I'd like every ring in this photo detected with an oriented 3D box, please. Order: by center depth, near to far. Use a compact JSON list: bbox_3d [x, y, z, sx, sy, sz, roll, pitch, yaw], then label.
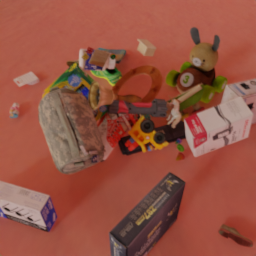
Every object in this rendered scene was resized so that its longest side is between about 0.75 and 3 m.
[{"bbox_3d":[0.226,-1.675,11.849,2.617,0.251,2.617,-21,47,25],"label":"ring"}]

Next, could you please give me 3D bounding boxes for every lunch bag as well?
[{"bbox_3d":[-1.731,0.152,8.481,1.669,2.009,2.395,-21,78,-7],"label":"lunch bag"}]

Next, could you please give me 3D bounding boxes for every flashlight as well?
[{"bbox_3d":[0.311,-0.785,9.591,2.033,0.688,0.691,0,34,-13],"label":"flashlight"}]

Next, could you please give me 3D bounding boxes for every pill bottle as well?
[{"bbox_3d":[-1.384,-3.005,12.464,1.520,0.910,0.910,-1,41,-16],"label":"pill bottle"}]

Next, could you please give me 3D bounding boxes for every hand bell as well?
[{"bbox_3d":[-0.287,-0.904,8.260,1.582,0.824,0.824,0,38,-30],"label":"hand bell"}]

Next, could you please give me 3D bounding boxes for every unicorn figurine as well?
[{"bbox_3d":[1.618,-0.508,9.877,0.419,0.779,1.134,12,30,-31],"label":"unicorn figurine"}]

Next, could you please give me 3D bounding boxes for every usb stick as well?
[{"bbox_3d":[1.001,0.367,10.564,2.777,0.453,0.770,-15,65,-15],"label":"usb stick"}]

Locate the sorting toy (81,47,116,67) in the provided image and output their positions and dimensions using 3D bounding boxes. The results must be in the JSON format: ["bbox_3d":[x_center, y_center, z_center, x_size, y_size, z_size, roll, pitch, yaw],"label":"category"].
[{"bbox_3d":[-1.134,-2.659,10.490,1.294,0.624,0.219,7,40,-36],"label":"sorting toy"}]

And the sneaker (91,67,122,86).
[{"bbox_3d":[-1.028,-2.817,13.575,2.262,0.945,0.838,33,53,32],"label":"sneaker"}]

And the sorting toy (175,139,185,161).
[{"bbox_3d":[1.723,0.802,9.642,0.310,0.899,0.312,-32,36,-29],"label":"sorting toy"}]

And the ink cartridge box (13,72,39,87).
[{"bbox_3d":[-4.930,-2.282,13.568,0.992,0.249,0.804,-33,52,-22],"label":"ink cartridge box"}]

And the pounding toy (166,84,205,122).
[{"bbox_3d":[2.301,-0.817,11.112,1.935,1.163,2.507,-27,2,18],"label":"pounding toy"}]

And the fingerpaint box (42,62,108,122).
[{"bbox_3d":[-1.778,-1.046,10.185,1.682,2.016,0.740,-39,31,10],"label":"fingerpaint box"}]

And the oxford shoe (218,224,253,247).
[{"bbox_3d":[2.996,2.943,7.727,0.929,0.327,0.348,23,42,22],"label":"oxford shoe"}]

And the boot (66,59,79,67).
[{"bbox_3d":[-2.607,-3.492,14.718,1.148,0.414,0.888,5,43,-3],"label":"boot"}]

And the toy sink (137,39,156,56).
[{"bbox_3d":[0.746,-3.499,12.255,0.518,0.445,0.794,-8,45,-35],"label":"toy sink"}]

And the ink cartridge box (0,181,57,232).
[{"bbox_3d":[-3.338,2.127,7.980,2.502,1.176,0.553,13,45,13],"label":"ink cartridge box"}]

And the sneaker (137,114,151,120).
[{"bbox_3d":[0.614,-0.415,11.242,0.622,0.605,1.562,9,44,-11],"label":"sneaker"}]

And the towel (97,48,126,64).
[{"bbox_3d":[-1.062,-3.859,14.843,1.683,0.249,2.295,6,28,6],"label":"towel"}]

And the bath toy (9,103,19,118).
[{"bbox_3d":[-4.813,-0.745,11.804,0.308,0.362,0.832,-35,41,17],"label":"bath toy"}]

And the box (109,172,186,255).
[{"bbox_3d":[0.512,2.464,7.136,0.589,1.819,2.307,30,50,29],"label":"box"}]

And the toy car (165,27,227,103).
[{"bbox_3d":[3.168,-2.908,12.341,2.245,2.733,2.156,33,52,31],"label":"toy car"}]

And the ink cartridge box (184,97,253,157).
[{"bbox_3d":[2.928,0.004,9.179,1.976,1.435,0.824,-21,55,2],"label":"ink cartridge box"}]

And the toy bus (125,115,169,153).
[{"bbox_3d":[0.590,0.414,9.796,1.287,0.910,1.341,-44,85,3],"label":"toy bus"}]

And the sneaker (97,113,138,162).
[{"bbox_3d":[-0.396,0.035,10.183,1.396,0.870,2.605,-15,36,22],"label":"sneaker"}]

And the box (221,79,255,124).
[{"bbox_3d":[5.160,-1.084,11.130,2.896,1.689,0.871,-14,44,-16],"label":"box"}]
